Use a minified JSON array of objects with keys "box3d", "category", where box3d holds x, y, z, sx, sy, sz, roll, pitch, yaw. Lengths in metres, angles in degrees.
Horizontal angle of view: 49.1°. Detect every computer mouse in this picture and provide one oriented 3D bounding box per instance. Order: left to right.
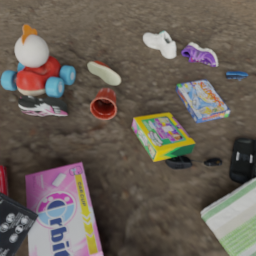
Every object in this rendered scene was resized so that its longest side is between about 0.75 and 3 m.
[{"box3d":[2.013,1.101,8.575,1.787,0.304,0.524,2,20,-3],"category":"computer mouse"}]

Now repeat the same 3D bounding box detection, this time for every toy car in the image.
[{"box3d":[-3.402,-2.635,10.437,2.247,2.438,2.156,11,37,10],"category":"toy car"}]

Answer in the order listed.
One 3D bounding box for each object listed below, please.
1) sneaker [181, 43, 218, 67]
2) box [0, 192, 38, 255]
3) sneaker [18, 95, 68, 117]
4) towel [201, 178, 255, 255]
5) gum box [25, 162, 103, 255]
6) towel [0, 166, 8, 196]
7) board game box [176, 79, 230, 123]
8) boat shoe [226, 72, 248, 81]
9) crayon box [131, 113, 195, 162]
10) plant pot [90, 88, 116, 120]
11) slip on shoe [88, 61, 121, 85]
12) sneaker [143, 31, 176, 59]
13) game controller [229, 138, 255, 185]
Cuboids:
[{"box3d":[3.137,-3.069,12.364,0.785,0.759,1.883,-39,47,-13],"category":"sneaker"},{"box3d":[-3.491,2.473,5.678,1.519,1.750,2.648,9,58,35],"category":"box"},{"box3d":[-3.022,-0.699,10.001,1.715,0.740,0.689,13,60,-17],"category":"sneaker"},{"box3d":[3.411,2.748,6.830,2.070,0.426,2.775,-28,54,-11],"category":"towel"},{"box3d":[-1.653,2.195,7.052,1.529,0.891,2.694,-13,48,-11],"category":"gum box"},{"box3d":[-4.436,1.868,7.851,1.988,0.224,1.438,-14,49,-14],"category":"towel"},{"box3d":[2.762,-1.047,10.539,1.295,0.330,1.913,-12,48,-11],"category":"board game box"},{"box3d":[4.500,-2.164,11.646,0.874,0.300,0.368,6,39,4],"category":"boat shoe"},{"box3d":[1.087,0.239,8.964,1.405,0.475,1.628,-10,43,-23],"category":"crayon box"},{"box3d":[-0.825,-0.927,10.106,0.928,0.928,0.903,4,39,4],"category":"plant pot"},{"box3d":[-0.922,-2.323,11.574,0.560,0.678,1.831,-31,49,-32],"category":"slip on shoe"},{"box3d":[1.504,-4.115,13.045,0.795,0.935,2.112,-29,53,-23],"category":"sneaker"},{"box3d":[3.693,1.003,8.647,0.944,0.381,1.810,5,44,25],"category":"game controller"}]
